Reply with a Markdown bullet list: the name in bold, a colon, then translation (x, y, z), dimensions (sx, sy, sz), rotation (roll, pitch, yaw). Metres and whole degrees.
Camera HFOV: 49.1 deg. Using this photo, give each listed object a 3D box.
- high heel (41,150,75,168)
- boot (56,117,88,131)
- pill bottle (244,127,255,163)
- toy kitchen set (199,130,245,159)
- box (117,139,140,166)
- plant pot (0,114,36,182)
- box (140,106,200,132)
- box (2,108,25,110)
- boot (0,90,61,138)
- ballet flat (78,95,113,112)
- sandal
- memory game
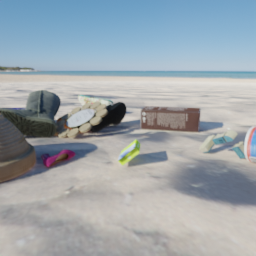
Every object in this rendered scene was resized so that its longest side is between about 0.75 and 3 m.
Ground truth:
- **high heel**: translation (-1.801, 0.859, 7.485), dimensions (0.988, 0.333, 0.475), rotation (-8, 37, -37)
- **boot**: translation (-2.275, -0.116, 11.253), dimensions (1.450, 0.556, 1.126), rotation (11, 11, -1)
- **pill bottle**: translation (3.943, 0.514, 6.968), dimensions (1.768, 0.992, 0.992), rotation (7, 14, 43)
- **toy kitchen set**: translation (2.759, 0.626, 8.073), dimensions (0.600, 0.816, 1.019), rotation (-42, 6, -29)
- **box**: translation (0.039, 0.648, 7.393), dimensions (0.584, 0.228, 0.958), rotation (-39, 5, 11)
- **plant pot**: translation (-3.909, 0.370, 7.019), dimensions (2.950, 1.362, 2.950), rotation (-1, 13, 0)
- **box**: translation (1.779, -0.394, 11.659), dimensions (2.360, 0.884, 1.182), rotation (2, 12, 16)
- **box**: translation (-4.904, -0.421, 12.001), dimensions (1.990, 0.785, 1.404), rotation (0, 10, 2)
- **boot**: translation (-3.866, -0.771, 10.862), dimensions (2.571, 1.026, 2.828), rotation (15, 31, -23)
- **ballet flat**: translation (-1.925, -1.251, 15.365), dimensions (2.703, 0.864, 1.022), rotation (14, -6, 42)
- **sandal**: translation (-0.907, -0.578, 11.829), dimensions (0.660, 1.036, 2.756), rotation (23, 22, 23)
- **memory game**: translation (-1.824, -0.342, 10.758), dimensions (2.279, 0.145, 2.279), rotation (-18, 30, 11)
